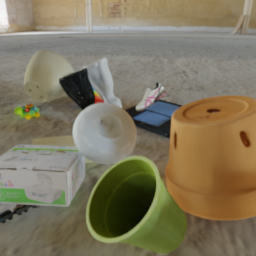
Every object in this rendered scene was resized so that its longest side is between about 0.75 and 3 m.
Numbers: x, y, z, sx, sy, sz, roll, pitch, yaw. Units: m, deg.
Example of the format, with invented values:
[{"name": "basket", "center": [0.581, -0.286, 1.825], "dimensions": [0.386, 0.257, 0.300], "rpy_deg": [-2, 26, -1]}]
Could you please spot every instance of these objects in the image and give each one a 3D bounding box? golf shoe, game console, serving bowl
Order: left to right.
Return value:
[{"name": "serving bowl", "center": [-0.531, 0.049, 7.053], "dimensions": [1.665, 0.548, 1.665], "rpy_deg": [7, 64, -14]}, {"name": "golf shoe", "center": [0.654, -0.964, 8.856], "dimensions": [1.132, 0.521, 0.411], "rpy_deg": [-38, 11, -8]}, {"name": "game console", "center": [1.254, -0.479, 11.036], "dimensions": [2.707, 0.420, 2.394], "rpy_deg": [20, 31, 38]}]

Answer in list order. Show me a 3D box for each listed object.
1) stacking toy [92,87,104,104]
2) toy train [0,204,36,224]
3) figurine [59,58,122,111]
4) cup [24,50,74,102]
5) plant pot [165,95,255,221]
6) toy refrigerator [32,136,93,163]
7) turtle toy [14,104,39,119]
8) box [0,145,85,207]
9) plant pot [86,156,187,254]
[{"name": "stacking toy", "center": [-1.649, -1.263, 12.086], "dimensions": [1.158, 1.158, 2.713], "rpy_deg": [-13, 32, -27]}, {"name": "toy train", "center": [-2.351, 1.771, 6.167], "dimensions": [0.256, 0.191, 1.119], "rpy_deg": [11, 18, 35]}, {"name": "figurine", "center": [-1.092, -1.090, 9.946], "dimensions": [1.012, 2.294, 2.351], "rpy_deg": [-13, 20, 30]}, {"name": "cup", "center": [-3.839, -2.152, 12.985], "dimensions": [2.327, 2.327, 1.664], "rpy_deg": [9, 48, 19]}, {"name": "plant pot", "center": [2.108, 0.442, 6.409], "dimensions": [2.744, 1.921, 2.744], "rpy_deg": [-12, 20, 4]}, {"name": "toy refrigerator", "center": [-1.817, 0.680, 8.204], "dimensions": [1.854, 0.649, 0.704], "rpy_deg": [-5, 30, -9]}, {"name": "turtle toy", "center": [-4.112, -0.686, 11.381], "dimensions": [0.984, 0.497, 0.717], "rpy_deg": [-17, 29, -33]}, {"name": "box", "center": [-2.112, 1.055, 6.729], "dimensions": [1.860, 0.899, 1.641], "rpy_deg": [2, 16, 4]}, {"name": "plant pot", "center": [0.288, 1.403, 4.592], "dimensions": [1.409, 1.338, 1.409], "rpy_deg": [-30, 36, 25]}]
